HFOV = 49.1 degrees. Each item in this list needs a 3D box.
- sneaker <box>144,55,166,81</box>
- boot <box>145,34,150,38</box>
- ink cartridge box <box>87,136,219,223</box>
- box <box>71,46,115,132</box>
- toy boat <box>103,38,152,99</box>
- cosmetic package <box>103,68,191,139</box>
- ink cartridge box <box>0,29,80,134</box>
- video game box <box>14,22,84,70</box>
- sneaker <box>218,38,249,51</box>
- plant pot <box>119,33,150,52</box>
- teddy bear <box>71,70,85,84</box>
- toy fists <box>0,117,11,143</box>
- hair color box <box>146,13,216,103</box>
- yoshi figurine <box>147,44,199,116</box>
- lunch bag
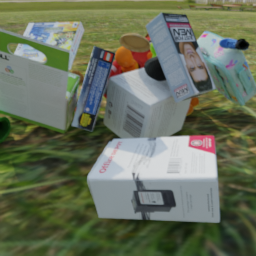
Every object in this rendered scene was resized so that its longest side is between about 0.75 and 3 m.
[{"bbox_3d":[1.014,-1.801,7.680,1.874,0.694,0.829,-14,48,-39],"label":"sneaker"},{"bbox_3d":[0.943,-3.078,10.620,0.950,1.327,0.467,32,64,-8],"label":"boot"},{"bbox_3d":[0.572,0.918,5.477,2.238,0.933,1.626,-3,23,17],"label":"ink cartridge box"},{"bbox_3d":[-0.990,-1.204,8.058,0.583,2.001,2.922,17,11,-10],"label":"box"},{"bbox_3d":[0.069,-2.114,9.599,1.725,1.728,2.644,38,79,27],"label":"toy boat"},{"bbox_3d":[0.559,-0.627,7.921,1.899,1.565,1.567,-25,49,-39],"label":"cosmetic package"},{"bbox_3d":[-2.463,-1.416,7.621,2.157,2.918,1.105,18,47,-1],"label":"ink cartridge box"},{"bbox_3d":[-2.493,-2.586,8.763,1.868,0.437,1.702,3,63,13],"label":"video game box"},{"bbox_3d":[2.827,-2.246,7.476,0.790,0.303,0.440,17,10,11],"label":"sneaker"},{"bbox_3d":[0.201,-2.424,7.933,0.907,0.125,0.907,12,-12,3],"label":"plant pot"},{"bbox_3d":[-2.052,-1.389,9.255,0.976,1.346,0.449,24,19,-26],"label":"teddy bear"},{"bbox_3d":[-4.270,0.232,7.306,1.289,0.869,2.528,3,27,7],"label":"toy fists"},{"bbox_3d":[1.293,-1.716,6.841,1.007,2.035,0.617,-18,-4,-41],"label":"hair color box"},{"bbox_3d":[1.615,-1.719,8.978,1.404,2.508,1.410,-28,11,-11],"label":"yoshi figurine"},{"bbox_3d":[3.062,-1.835,8.942,0.942,2.443,1.959,-42,43,10],"label":"lunch bag"}]
